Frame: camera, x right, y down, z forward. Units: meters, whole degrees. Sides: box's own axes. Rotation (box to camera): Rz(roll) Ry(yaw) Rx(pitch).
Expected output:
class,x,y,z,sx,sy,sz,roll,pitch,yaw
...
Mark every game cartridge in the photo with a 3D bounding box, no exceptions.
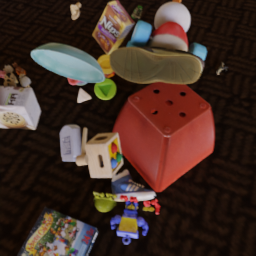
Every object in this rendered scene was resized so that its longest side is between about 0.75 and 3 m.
class,x,y,z,sx,sy,sz,roll,pitch,yaw
game cartridge,-1.770,0.470,8.570,0.337,1.650,1.098,-7,88,-26

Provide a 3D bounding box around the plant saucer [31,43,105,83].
class,x,y,z,sx,sy,sz,roll,pitch,yaw
plant saucer,-1.990,-2.257,9.643,2.572,2.572,0.462,13,82,9

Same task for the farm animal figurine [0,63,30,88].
class,x,y,z,sx,sy,sz,roll,pitch,yaw
farm animal figurine,-5.369,-2.263,12.372,1.682,0.877,1.664,-25,59,-16

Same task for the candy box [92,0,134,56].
class,x,y,z,sx,sy,sz,roll,pitch,yaw
candy box,-0.565,-3.462,9.826,0.480,1.699,0.991,-35,87,-34

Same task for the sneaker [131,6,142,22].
class,x,y,z,sx,sy,sz,roll,pitch,yaw
sneaker,0.335,-4.222,10.298,0.325,0.355,0.832,22,47,-20

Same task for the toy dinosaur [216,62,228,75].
class,x,y,z,sx,sy,sz,roll,pitch,yaw
toy dinosaur,4.455,-2.815,13.176,0.401,0.216,0.911,20,54,21

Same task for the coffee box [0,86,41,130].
class,x,y,z,sx,sy,sz,roll,pitch,yaw
coffee box,-5.001,-0.802,11.001,2.615,1.478,1.044,3,55,1

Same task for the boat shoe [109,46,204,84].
class,x,y,z,sx,sy,sz,roll,pitch,yaw
boat shoe,0.858,-1.950,8.621,2.964,1.059,0.974,12,27,26

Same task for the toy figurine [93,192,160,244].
class,x,y,z,sx,sy,sz,roll,pitch,yaw
toy figurine,-0.152,2.888,8.729,2.202,1.161,1.319,6,61,5

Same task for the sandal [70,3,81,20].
class,x,y,z,sx,sy,sz,roll,pitch,yaw
sandal,-1.806,-3.966,9.325,0.330,0.296,0.900,-19,47,26

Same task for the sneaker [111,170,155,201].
class,x,y,z,sx,sy,sz,roll,pitch,yaw
sneaker,0.154,1.922,9.655,1.486,0.598,1.088,-4,60,3

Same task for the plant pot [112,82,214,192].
class,x,y,z,sx,sy,sz,roll,pitch,yaw
plant pot,1.271,-0.080,9.855,2.910,2.564,2.907,-33,61,-20

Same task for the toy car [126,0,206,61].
class,x,y,z,sx,sy,sz,roll,pitch,yaw
toy car,1.396,-3.368,9.947,2.400,2.303,2.604,18,72,-10

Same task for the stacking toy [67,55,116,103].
class,x,y,z,sx,sy,sz,roll,pitch,yaw
stacking toy,-1.510,-2.059,12.537,2.195,0.927,1.987,-10,82,-3

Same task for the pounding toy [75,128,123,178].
class,x,y,z,sx,sy,sz,roll,pitch,yaw
pounding toy,-0.721,0.623,7.385,0.714,1.370,1.560,-4,15,19

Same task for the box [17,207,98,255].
class,x,y,z,sx,sy,sz,roll,pitch,yaw
box,-2.315,3.978,8.297,1.853,0.511,2.713,18,57,12
